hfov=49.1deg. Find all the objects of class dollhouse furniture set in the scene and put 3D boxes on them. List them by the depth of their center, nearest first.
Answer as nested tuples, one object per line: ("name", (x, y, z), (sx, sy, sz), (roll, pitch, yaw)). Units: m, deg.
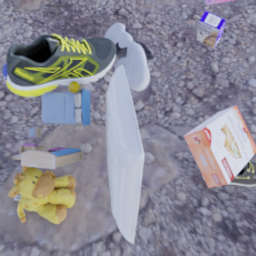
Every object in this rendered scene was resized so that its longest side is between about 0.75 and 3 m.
("dollhouse furniture set", (-2.034, -0.149, 6.773), (1.858, 1.285, 1.969), (2, 93, 20))

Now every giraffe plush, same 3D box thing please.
("giraffe plush", (-2.481, 1.652, 7.794), (1.883, 1.527, 1.624), (-4, 50, -3))

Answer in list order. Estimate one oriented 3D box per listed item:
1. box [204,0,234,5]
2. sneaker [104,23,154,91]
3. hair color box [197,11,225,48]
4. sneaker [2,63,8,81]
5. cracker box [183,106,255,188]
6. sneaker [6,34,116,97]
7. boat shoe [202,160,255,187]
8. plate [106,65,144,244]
("box", (2.371, -3.655, 7.264), (0.852, 0.412, 0.749), (-9, 59, 2))
("sneaker", (0.283, -1.998, 8.500), (0.997, 1.503, 2.642), (-39, 54, 23))
("hair color box", (3.101, -3.672, 10.599), (0.829, 1.517, 0.492), (31, 90, 14))
("sneaker", (-3.188, -2.257, 9.359), (2.256, 1.303, 0.911), (-9, 76, 1))
("cracker box", (1.680, 0.279, 4.934), (1.439, 0.415, 0.964), (-27, 91, -43))
("sneaker", (-1.485, -1.681, 6.761), (2.930, 1.240, 1.091), (-28, 68, -25))
("boat shoe", (3.445, 1.330, 8.634), (2.200, 0.662, 0.784), (-3, 50, -3))
("plate", (-0.191, 0.536, 5.997), (0.455, 2.810, 2.816), (-3, 42, -6))
